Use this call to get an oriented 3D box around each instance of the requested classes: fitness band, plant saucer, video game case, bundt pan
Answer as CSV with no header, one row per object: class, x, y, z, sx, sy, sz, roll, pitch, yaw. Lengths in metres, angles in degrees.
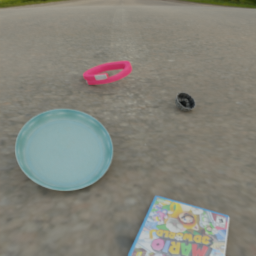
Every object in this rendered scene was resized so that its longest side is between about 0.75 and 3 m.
fitness band,-1.096,-2.904,14.707,2.762,0.517,1.984,5,34,37
plant saucer,-1.854,0.627,8.332,2.786,0.382,2.786,9,52,-11
video game case,1.071,2.611,5.992,1.866,0.232,2.607,12,32,19
bundt pan,2.394,-1.065,11.964,0.935,0.351,0.935,13,52,-18
